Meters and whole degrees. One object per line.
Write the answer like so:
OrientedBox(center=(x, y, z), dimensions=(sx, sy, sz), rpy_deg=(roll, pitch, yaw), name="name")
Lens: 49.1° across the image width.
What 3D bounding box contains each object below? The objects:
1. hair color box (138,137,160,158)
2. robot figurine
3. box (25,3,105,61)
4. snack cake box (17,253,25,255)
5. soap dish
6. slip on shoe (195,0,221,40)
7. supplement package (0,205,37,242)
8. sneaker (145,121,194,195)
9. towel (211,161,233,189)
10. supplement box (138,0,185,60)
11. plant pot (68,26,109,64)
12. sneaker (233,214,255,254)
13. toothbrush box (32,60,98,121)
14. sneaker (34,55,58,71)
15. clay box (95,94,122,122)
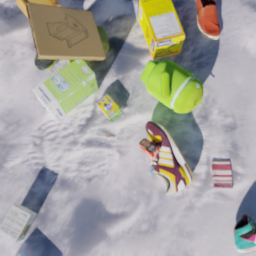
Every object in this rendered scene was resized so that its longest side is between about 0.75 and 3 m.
OrientedBox(center=(0.743, 0.697, 10.062), dimensions=(0.393, 0.237, 0.773), rpy_deg=(-41, 48, -15), name="hair color box")
OrientedBox(center=(1.716, -1.568, 10.627), dimensions=(2.578, 2.262, 1.491), rpy_deg=(41, 118, 23), name="robot figurine")
OrientedBox(center=(-2.204, -3.422, 10.086), dimensions=(2.547, 0.271, 2.082), rpy_deg=(-8, 77, -35), name="box")
OrientedBox(center=(-3.432, 5.012, 9.394), dimensions=(1.363, 0.458, 0.784), rpy_deg=(38, 78, 10), name="snack cake box")
OrientedBox(center=(-3.877, -5.386, 12.348), dimensions=(1.491, 0.770, 1.896), rpy_deg=(-37, 76, -10), name="soap dish")
OrientedBox(center=(3.495, -4.979, 12.241), dimensions=(0.914, 0.755, 2.469), rpy_deg=(-6, 75, -4), name="slip on shoe")
OrientedBox(center=(-3.833, 3.309, 9.748), dimensions=(0.749, 0.755, 0.994), rpy_deg=(25, 75, 7), name="supplement package")
OrientedBox(center=(1.188, 1.056, 10.275), dimensions=(1.254, 1.043, 2.784), rpy_deg=(-29, 74, -12), name="sneaker")
OrientedBox(center=(3.545, 1.760, 10.553), dimensions=(0.734, 0.116, 1.019), rpy_deg=(1, 73, -1), name="towel")
OrientedBox(center=(1.324, -4.287, 11.754), dimensions=(1.268, 1.276, 2.329), rpy_deg=(-15, 73, -4), name="supplement box")
OrientedBox(center=(-1.712, -3.423, 11.428), dimensions=(1.584, 1.723, 1.723), rpy_deg=(-24, 75, -18), name="plant pot")
OrientedBox(center=(4.469, 3.487, 9.726), dimensions=(1.856, 0.776, 1.121), rpy_deg=(-20, 84, -5), name="sneaker")
OrientedBox(center=(-2.317, -1.454, 10.749), dimensions=(2.161, 1.573, 0.930), rpy_deg=(-40, 77, -10), name="toothbrush box")
OrientedBox(center=(-3.312, -3.614, 11.663), dimensions=(0.962, 1.054, 2.603), rpy_deg=(13, 74, 4), name="sneaker")
OrientedBox(center=(-0.742, -0.783, 11.032), dimensions=(0.591, 0.245, 1.028), rpy_deg=(-40, 79, -9), name="clay box")
